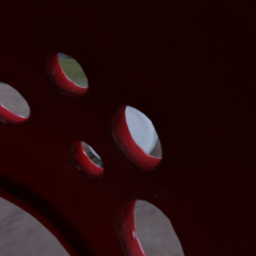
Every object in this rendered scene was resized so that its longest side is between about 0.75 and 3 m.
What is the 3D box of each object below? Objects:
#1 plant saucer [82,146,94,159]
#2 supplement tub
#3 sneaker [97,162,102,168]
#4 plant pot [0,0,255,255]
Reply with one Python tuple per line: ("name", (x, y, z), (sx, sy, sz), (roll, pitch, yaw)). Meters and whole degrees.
("plant saucer", (-1.327, 0.606, 6.766), (1.021, 0.150, 1.021), (0, 12, 0))
("supplement tub", (0.034, -0.153, 6.876), (1.577, 1.577, 2.574), (2, 13, 11))
("sneaker", (-0.084, 0.812, 5.325), (1.201, 0.453, 0.476), (0, -6, -21))
("plant pot", (-0.748, 0.244, 0.267), (2.705, 2.463, 2.705), (15, 36, -12))
